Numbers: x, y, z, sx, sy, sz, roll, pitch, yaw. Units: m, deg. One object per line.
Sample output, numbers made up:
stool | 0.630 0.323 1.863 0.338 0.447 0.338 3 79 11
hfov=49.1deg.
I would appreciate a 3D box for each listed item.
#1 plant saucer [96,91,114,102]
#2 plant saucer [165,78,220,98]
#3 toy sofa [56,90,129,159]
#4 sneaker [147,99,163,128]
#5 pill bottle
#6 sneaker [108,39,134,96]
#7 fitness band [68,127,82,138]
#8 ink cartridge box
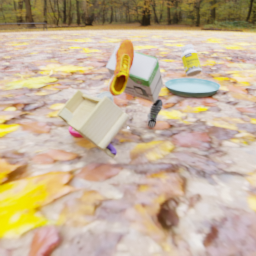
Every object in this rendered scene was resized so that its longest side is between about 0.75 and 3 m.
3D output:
plant saucer | -0.864 -0.702 9.809 0.290 1.155 1.155 35 39 31
plant saucer | 3.108 -1.961 13.675 2.650 0.363 2.650 0 23 0
toy sofa | -0.924 -0.203 7.661 1.061 1.250 2.562 -52 26 -8
sneaker | 0.864 -0.564 9.685 0.388 1.034 0.597 16 17 -10
pill bottle | 1.779 -1.926 8.002 0.463 0.831 0.463 -13 -11 -3
sneaker | -0.097 -1.464 6.902 0.521 1.429 0.551 10 4 -22
fitness band | -1.444 0.032 9.286 1.047 0.196 0.752 -10 33 -27
ink cartridge box | 0.266 -1.486 8.170 1.266 0.729 1.735 21 -10 17
